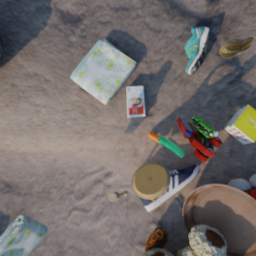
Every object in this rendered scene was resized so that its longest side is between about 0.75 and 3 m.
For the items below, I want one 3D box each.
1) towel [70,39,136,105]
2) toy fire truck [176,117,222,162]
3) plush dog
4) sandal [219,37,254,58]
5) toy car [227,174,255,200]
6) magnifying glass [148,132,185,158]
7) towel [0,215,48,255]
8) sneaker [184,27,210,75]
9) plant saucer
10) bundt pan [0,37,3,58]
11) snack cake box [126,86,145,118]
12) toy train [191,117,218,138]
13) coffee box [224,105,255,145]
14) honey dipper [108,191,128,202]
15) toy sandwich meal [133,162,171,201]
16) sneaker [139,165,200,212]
[{"bbox_3d":[-0.831,-1.954,9.599,1.569,0.441,1.832,37,84,6],"label":"towel"},{"bbox_3d":[2.113,0.305,8.687,1.213,1.444,0.810,27,115,-19],"label":"toy fire truck"},{"bbox_3d":[1.405,4.379,8.177,2.485,2.321,2.893,8,53,15],"label":"plush dog"},{"bbox_3d":[3.196,-2.478,8.395,1.359,0.546,0.367,-24,61,-24],"label":"sandal"},{"bbox_3d":[3.995,2.279,8.542,1.802,1.351,1.577,-13,82,-2],"label":"toy car"},{"bbox_3d":[1.075,0.426,8.516,0.808,2.031,0.227,38,87,-20],"label":"magnifying glass"},{"bbox_3d":[-2.633,2.769,6.641,0.319,1.133,1.323,29,70,27],"label":"towel"},{"bbox_3d":[2.288,-2.662,9.686,0.719,0.699,1.805,14,76,20],"label":"sneaker"},{"bbox_3d":[2.912,2.813,8.295,2.627,0.452,2.627,12,111,34],"label":"plant saucer"},{"bbox_3d":[-5.507,-2.708,9.400,2.794,1.049,2.794,0,82,1],"label":"bundt pan"},{"bbox_3d":[0.253,-0.879,9.496,0.581,0.340,1.011,-3,82,-2],"label":"snack cake box"},{"bbox_3d":[2.244,-0.021,8.255,0.370,1.312,0.274,7,108,-14],"label":"toy train"},{"bbox_3d":[3.838,-0.086,9.121,0.865,0.856,0.866,40,84,5],"label":"coffee box"},{"bbox_3d":[-0.248,2.010,8.442,0.262,1.379,0.262,-2,83,16],"label":"honey dipper"},{"bbox_3d":[0.665,1.544,8.033,1.242,0.425,1.242,-14,49,16],"label":"toy sandwich meal"},{"bbox_3d":[1.171,1.577,8.945,2.172,0.761,1.179,-37,84,-3],"label":"sneaker"}]
